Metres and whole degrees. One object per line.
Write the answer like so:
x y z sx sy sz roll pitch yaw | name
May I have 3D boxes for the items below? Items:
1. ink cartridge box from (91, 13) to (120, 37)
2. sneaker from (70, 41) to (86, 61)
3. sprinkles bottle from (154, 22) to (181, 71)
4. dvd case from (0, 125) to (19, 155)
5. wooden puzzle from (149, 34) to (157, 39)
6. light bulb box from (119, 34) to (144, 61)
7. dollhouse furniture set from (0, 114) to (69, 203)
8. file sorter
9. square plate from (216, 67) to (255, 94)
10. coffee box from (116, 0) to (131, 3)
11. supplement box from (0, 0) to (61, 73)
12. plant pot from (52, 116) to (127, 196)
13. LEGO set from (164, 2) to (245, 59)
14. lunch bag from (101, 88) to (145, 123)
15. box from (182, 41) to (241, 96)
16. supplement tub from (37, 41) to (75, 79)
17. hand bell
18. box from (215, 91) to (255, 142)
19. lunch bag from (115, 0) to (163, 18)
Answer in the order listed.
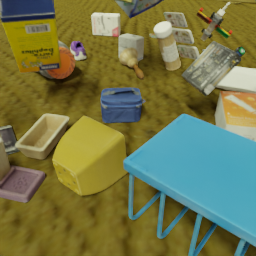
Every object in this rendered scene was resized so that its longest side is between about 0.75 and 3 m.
-1.217 -5.726 15.538 1.503 1.101 0.622 7 37 11 | ink cartridge box
-2.304 -3.763 13.096 0.691 0.715 1.713 -12 36 -17 | sneaker
0.973 -1.955 6.805 0.408 1.196 0.408 -13 49 15 | sprinkles bottle
-3.628 0.397 7.720 0.976 0.105 1.313 -17 39 -23 | dvd case
1.648 -5.099 15.541 1.072 0.075 0.636 27 43 33 | wooden puzzle
0.134 -3.611 12.620 0.996 1.005 0.627 24 40 29 | light bulb box
-2.889 -0.103 6.789 2.219 1.988 2.801 9 36 12 | dollhouse furniture set
1.631 1.320 4.995 2.838 1.741 1.969 25 43 32 | file sorter
4.362 -1.827 10.720 1.984 0.285 2.003 13 37 18 | square plate
-0.151 -4.181 7.941 0.676 1.099 0.242 -8 24 -41 | coffee box
-2.673 -2.769 7.867 1.278 2.334 1.270 -10 69 -13 | supplement box
-0.927 0.741 6.333 1.263 1.271 1.300 25 49 31 | plant pot
2.335 -2.773 8.344 0.587 1.787 2.392 -49 43 -14 | LEGO set
-0.167 -0.768 8.678 1.359 0.899 0.923 -3 35 -3 | lunch bag
2.263 -1.658 7.745 1.316 0.318 1.043 -47 39 11 | box
-3.270 -2.895 11.195 1.483 1.483 2.420 -27 44 -33 | supplement tub
0.301 -2.528 11.517 0.838 0.838 1.610 -13 49 -17 | hand bell
3.148 -0.185 7.852 1.145 0.897 1.841 6 36 8 | box
0.386 -4.815 9.088 1.991 1.233 1.693 -37 86 -32 | lunch bag
